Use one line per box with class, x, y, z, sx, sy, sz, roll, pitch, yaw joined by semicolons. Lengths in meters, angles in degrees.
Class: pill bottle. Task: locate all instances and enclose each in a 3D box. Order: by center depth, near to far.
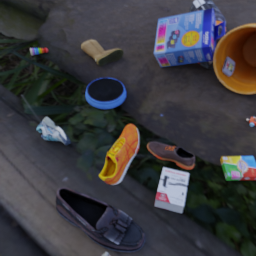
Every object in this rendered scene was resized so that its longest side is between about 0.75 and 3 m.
pill bottle;4.209;-5.652;14.670;1.382;1.382;2.602;-6;48;-6

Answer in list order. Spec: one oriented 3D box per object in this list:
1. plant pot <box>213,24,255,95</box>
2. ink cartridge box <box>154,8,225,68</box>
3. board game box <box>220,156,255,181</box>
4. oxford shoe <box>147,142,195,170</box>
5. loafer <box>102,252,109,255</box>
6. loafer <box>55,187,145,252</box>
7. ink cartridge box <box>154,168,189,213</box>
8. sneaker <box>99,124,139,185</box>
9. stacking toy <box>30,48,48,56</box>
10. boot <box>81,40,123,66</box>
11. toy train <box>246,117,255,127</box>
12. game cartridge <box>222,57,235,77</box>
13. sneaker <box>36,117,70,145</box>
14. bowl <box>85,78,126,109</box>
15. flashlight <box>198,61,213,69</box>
plant pot;5.312;-3.040;11.731;2.684;2.684;2.457;30;39;24
ink cartridge box;2.757;-3.946;12.317;2.939;1.122;2.005;-1;69;25
board game box;3.672;1.321;9.200;1.073;0.216;0.821;-1;48;-1
oxford shoe;1.452;0.773;9.417;1.714;0.622;0.610;21;51;18
loafer;-0.960;4.118;6.398;0.762;0.871;2.422;35;62;7
loafer;-0.855;2.484;7.702;2.812;0.886;1.011;21;51;18
ink cartridge box;1.341;1.873;8.521;0.842;0.489;1.167;12;49;10
sneaker;-0.162;0.548;6.118;0.521;0.550;1.427;10;71;37
stacking toy;-4.348;-3.748;13.708;0.829;0.354;0.354;-11;49;-17
boot;-1.268;-3.807;13.581;1.504;0.568;1.718;-24;52;-20
toy train;5.182;-0.456;10.702;0.969;0.359;1.291;27;54;22
game cartridge;4.319;-2.605;12.002;0.507;0.156;0.762;30;72;-26
sneaker;-2.679;0.267;10.005;1.565;0.607;0.675;33;68;34
bowl;-0.936;-1.484;11.643;1.696;0.333;1.696;0;48;0
flashlight;2.934;-3.772;13.348;2.825;0.956;0.960;39;96;34
